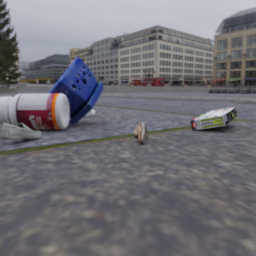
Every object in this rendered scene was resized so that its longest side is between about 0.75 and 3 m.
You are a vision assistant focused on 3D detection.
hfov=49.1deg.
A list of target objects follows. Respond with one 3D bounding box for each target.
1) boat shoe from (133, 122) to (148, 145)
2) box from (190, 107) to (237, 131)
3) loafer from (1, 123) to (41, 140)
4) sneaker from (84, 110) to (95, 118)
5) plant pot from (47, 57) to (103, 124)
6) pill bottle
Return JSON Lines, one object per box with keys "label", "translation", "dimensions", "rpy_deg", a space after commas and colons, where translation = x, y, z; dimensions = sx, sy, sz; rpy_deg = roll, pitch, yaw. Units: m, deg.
{"label": "boat shoe", "translation": [0.283, 0.162, 6.529], "dimensions": [0.301, 0.317, 0.838], "rpy_deg": [-15, 24, 12]}
{"label": "box", "translation": [2.684, -0.306, 8.626], "dimensions": [0.986, 0.311, 1.793], "rpy_deg": [-10, 6, 33]}
{"label": "loafer", "translation": [-2.476, 0.079, 6.582], "dimensions": [0.390, 0.389, 1.116], "rpy_deg": [-2, -3, 23]}
{"label": "sneaker", "translation": [-1.625, -0.695, 11.752], "dimensions": [0.388, 0.376, 1.063], "rpy_deg": [24, 16, 7]}
{"label": "plant pot", "translation": [-1.782, -1.129, 9.308], "dimensions": [1.536, 1.381, 1.536], "rpy_deg": [-35, 24, 40]}
{"label": "pill bottle", "translation": [-2.782, -0.478, 8.258], "dimensions": [1.910, 1.046, 1.046], "rpy_deg": [0, 9, 4]}
